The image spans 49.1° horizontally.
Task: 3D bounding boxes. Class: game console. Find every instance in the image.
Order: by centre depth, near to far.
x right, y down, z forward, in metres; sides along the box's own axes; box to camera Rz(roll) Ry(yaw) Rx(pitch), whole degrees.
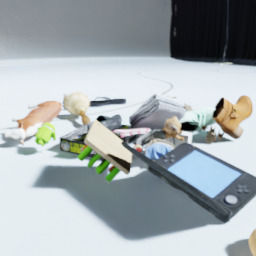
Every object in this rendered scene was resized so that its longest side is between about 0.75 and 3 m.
[{"bbox_3d":[1.665,0.946,7.300,2.488,1.647,2.829,-29,37,-26],"label":"game console"}]

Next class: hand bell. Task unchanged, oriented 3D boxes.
[{"bbox_3d":[-2.242,-0.700,13.739,1.341,1.341,2.576,-7,30,-20],"label":"hand bell"}]

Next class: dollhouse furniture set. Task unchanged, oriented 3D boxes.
[{"bbox_3d":[3.386,0.285,11.506,0.947,0.488,0.937,25,21,11],"label":"dollhouse furniture set"}]

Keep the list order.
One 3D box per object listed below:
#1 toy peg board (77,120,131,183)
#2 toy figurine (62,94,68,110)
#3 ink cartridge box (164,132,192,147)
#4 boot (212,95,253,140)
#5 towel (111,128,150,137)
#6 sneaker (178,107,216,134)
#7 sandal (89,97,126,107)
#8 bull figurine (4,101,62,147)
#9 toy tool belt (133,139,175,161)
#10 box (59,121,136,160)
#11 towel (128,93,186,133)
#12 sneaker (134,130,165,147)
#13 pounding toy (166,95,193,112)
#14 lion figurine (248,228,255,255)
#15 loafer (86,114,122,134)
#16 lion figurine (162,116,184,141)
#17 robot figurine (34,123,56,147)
[{"bbox_3d":[-0.720,0.733,8.293,1.528,0.747,1.522,40,18,-13],"label":"toy peg board"},{"bbox_3d":[-3.262,-1.562,16.360,1.184,0.824,1.166,-2,19,-6],"label":"toy figurine"},{"bbox_3d":[1.837,0.495,10.532,0.987,0.712,0.413,10,18,29],"label":"ink cartridge box"},{"bbox_3d":[4.235,-0.791,11.378,1.675,2.165,0.798,36,-27,-29],"label":"boot"},{"bbox_3d":[0.069,0.163,10.490,1.281,0.192,0.937,-7,6,-29],"label":"towel"},{"bbox_3d":[3.024,-0.169,12.158,2.735,1.007,1.613,-5,23,-12],"label":"sneaker"},{"bbox_3d":[-1.343,-1.703,17.194,2.529,0.541,0.962,-8,21,-22],"label":"sandal"},{"bbox_3d":[-4.040,-0.279,11.786,1.707,0.916,2.812,9,38,40],"label":"bull figurine"},{"bbox_3d":[0.882,0.843,9.282,1.443,0.901,0.887,3,14,-3],"label":"toy tool belt"},{"bbox_3d":[-1.119,0.396,11.084,2.036,0.563,2.541,10,21,25],"label":"box"},{"bbox_3d":[1.125,-0.457,11.190,1.599,0.826,1.931,9,-34,-37],"label":"towel"},{"bbox_3d":[0.677,0.483,9.892,0.766,0.497,1.326,-31,7,-36],"label":"sneaker"},{"bbox_3d":[2.320,-0.907,13.712,1.698,0.971,0.974,30,-5,32],"label":"pounding toy"},{"bbox_3d":[2.701,2.414,5.056,1.570,0.929,2.564,-4,4,13],"label":"lion figurine"},{"bbox_3d":[-0.836,-0.169,10.312,0.708,0.732,2.086,-20,11,30],"label":"loafer"},{"bbox_3d":[1.323,0.212,10.067,0.998,0.590,1.629,25,-41,-32],"label":"lion figurine"},{"bbox_3d":[-3.021,0.216,10.247,0.824,0.543,0.939,14,62,23],"label":"robot figurine"}]
